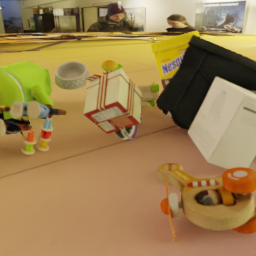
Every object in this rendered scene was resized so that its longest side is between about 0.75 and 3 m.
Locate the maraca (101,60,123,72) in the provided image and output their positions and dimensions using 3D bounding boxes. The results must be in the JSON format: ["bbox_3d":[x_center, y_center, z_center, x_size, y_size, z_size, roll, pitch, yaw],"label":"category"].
[{"bbox_3d":[-0.709,-2.717,12.403,0.942,0.504,0.646,9,50,2],"label":"maraca"}]

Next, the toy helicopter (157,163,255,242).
[{"bbox_3d":[1.031,1.078,4.719,1.441,0.860,2.179,-18,17,-17],"label":"toy helicopter"}]

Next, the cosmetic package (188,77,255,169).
[{"bbox_3d":[2.185,-0.099,6.046,0.926,1.506,1.502,20,20,-12],"label":"cosmetic package"}]

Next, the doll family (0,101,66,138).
[{"bbox_3d":[-2.928,-0.327,6.347,2.921,1.146,1.688,14,-4,-1],"label":"doll family"}]

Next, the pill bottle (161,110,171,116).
[{"bbox_3d":[1.611,-0.604,8.608,1.114,0.619,0.619,11,25,26],"label":"pill bottle"}]

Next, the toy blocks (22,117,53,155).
[{"bbox_3d":[-2.059,0.161,6.421,0.297,0.818,0.682,35,29,31],"label":"toy blocks"}]

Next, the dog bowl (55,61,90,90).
[{"bbox_3d":[-1.856,-1.770,9.259,1.190,0.349,1.190,-2,47,2],"label":"dog bowl"}]

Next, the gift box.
[{"bbox_3d":[-0.448,-0.690,6.939,1.266,1.169,1.183,-13,53,24],"label":"gift box"}]

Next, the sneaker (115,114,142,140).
[{"bbox_3d":[0.100,-0.318,7.826,0.804,0.777,1.928,37,27,-23],"label":"sneaker"}]

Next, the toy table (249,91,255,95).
[{"bbox_3d":[3.515,-0.724,7.935,0.998,1.705,1.567,-3,49,21],"label":"toy table"}]

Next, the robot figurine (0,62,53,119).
[{"bbox_3d":[-3.526,-1.176,8.772,2.385,1.573,2.719,8,24,16],"label":"robot figurine"}]

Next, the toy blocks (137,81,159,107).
[{"bbox_3d":[0.295,-1.016,8.993,1.024,0.749,1.498,-4,-6,-12],"label":"toy blocks"}]

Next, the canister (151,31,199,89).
[{"bbox_3d":[1.783,-1.972,9.384,1.569,2.113,0.915,-12,17,18],"label":"canister"}]

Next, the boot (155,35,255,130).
[{"bbox_3d":[2.204,-0.871,7.223,2.679,2.251,1.023,34,19,26],"label":"boot"}]
